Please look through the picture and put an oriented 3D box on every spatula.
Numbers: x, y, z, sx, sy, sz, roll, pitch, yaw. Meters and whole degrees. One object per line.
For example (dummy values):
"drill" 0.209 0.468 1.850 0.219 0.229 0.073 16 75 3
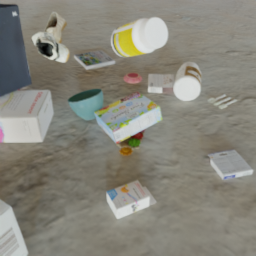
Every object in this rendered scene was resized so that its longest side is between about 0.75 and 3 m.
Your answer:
"spatula" 3.946 -1.138 11.726 1.106 0.089 0.769 -24 41 -29

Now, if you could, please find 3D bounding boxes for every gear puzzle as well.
"gear puzzle" 0.030 0.352 9.507 0.892 0.226 1.723 8 36 12

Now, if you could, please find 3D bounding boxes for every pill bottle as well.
"pill bottle" 2.611 -2.099 12.170 1.104 1.104 1.931 8 37 11
"pill bottle" 0.360 -3.124 9.727 1.140 1.140 1.994 -24 19 -29

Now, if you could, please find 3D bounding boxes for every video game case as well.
"video game case" -1.856 -3.739 15.277 1.666 0.201 1.828 -18 40 -23

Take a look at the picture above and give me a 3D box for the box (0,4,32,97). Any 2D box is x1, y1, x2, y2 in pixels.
"box" -5.244 -2.864 9.973 2.875 2.827 1.688 15 33 25

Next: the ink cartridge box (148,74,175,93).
"ink cartridge box" 1.514 -2.050 12.807 1.195 0.303 1.357 2 36 4

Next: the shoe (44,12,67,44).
"shoe" -2.898 -3.612 10.562 0.810 0.619 2.317 -10 45 14

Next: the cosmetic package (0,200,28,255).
"cosmetic package" -3.463 2.206 5.638 2.017 1.688 1.678 21 41 28

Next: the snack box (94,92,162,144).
"snack box" -0.018 -0.420 9.846 1.866 0.631 1.573 -28 37 -15

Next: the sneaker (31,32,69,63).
"sneaker" -2.451 -2.467 8.283 1.561 0.591 0.684 33 24 26

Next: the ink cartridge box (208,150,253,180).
"ink cartridge box" 3.051 1.101 8.479 0.970 0.214 0.988 -8 34 -12

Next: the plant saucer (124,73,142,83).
"plant saucer" 0.223 -2.424 13.412 0.870 0.221 0.870 1 35 0

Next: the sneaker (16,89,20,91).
"sneaker" -5.164 -1.800 12.364 0.394 0.426 1.056 -29 45 -31

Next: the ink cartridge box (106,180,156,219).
"ink cartridge box" 0.099 1.812 7.317 1.169 0.396 0.673 -16 39 -21

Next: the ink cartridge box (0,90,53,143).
"ink cartridge box" -4.144 -0.437 9.841 2.639 1.117 1.907 -1 36 1

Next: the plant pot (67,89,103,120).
"plant pot" -1.485 -0.813 10.450 1.318 0.888 1.318 -14 23 6
